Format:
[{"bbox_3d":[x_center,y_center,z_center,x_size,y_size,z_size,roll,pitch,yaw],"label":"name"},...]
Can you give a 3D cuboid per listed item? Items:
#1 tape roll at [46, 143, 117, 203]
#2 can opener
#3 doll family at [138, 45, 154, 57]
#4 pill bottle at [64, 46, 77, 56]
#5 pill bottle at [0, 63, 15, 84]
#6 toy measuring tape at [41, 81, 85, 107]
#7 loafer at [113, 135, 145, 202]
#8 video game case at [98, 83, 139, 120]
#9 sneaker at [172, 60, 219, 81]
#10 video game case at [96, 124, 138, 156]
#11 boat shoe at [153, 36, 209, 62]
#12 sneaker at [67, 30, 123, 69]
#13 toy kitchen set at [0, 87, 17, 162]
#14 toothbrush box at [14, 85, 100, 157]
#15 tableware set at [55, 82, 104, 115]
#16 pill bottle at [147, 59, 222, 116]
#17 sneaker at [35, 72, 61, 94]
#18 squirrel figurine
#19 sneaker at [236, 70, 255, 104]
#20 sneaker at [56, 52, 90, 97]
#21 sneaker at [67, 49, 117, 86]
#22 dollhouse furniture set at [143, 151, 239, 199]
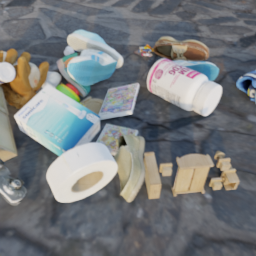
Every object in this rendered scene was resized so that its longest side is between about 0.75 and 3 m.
[{"bbox_3d":[-1.050,1.047,6.485,1.588,1.588,0.555,-21,59,-22],"label":"tape roll"},{"bbox_3d":[-3.416,1.059,6.862,2.168,0.725,0.578,45,27,-1],"label":"can opener"},{"bbox_3d":[0.849,-3.540,12.749,0.569,0.413,0.917,-3,32,-13],"label":"doll family"},{"bbox_3d":[-2.655,-3.654,13.107,0.448,0.448,0.807,15,44,16],"label":"pill bottle"},{"bbox_3d":[-4.002,-1.648,8.596,1.057,0.587,0.587,0,35,38],"label":"pill bottle"},{"bbox_3d":[-2.507,-1.307,9.558,2.586,0.951,0.951,35,50,11],"label":"toy measuring tape"},{"bbox_3d":[-0.035,0.983,7.476,0.776,0.860,2.273,19,33,-9],"label":"loafer"},{"bbox_3d":[-0.307,-0.943,9.758,1.209,0.152,1.688,-9,39,20],"label":"video game case"},{"bbox_3d":[2.522,-2.377,11.376,2.280,0.872,0.921,1,34,-4],"label":"sneaker"},{"bbox_3d":[-0.378,0.385,8.776,1.090,0.137,1.198,12,43,13],"label":"video game case"},{"bbox_3d":[2.277,-3.354,12.463,2.641,1.000,0.948,20,48,34],"label":"boat shoe"},{"bbox_3d":[-1.173,-3.326,11.313,2.455,0.907,1.006,30,55,3],"label":"sneaker"},{"bbox_3d":[-5.136,-0.102,7.616,2.820,2.301,2.544,-24,69,3],"label":"toy kitchen set"},{"bbox_3d":[-2.039,-0.133,8.275,1.997,0.852,1.462,31,61,10],"label":"toothbrush box"},{"bbox_3d":[-2.194,-0.671,9.829,2.781,0.323,2.323,18,44,20],"label":"tableware set"},{"bbox_3d":[1.954,-1.435,9.908,2.387,1.353,1.353,33,51,31],"label":"pill bottle"},{"bbox_3d":[-3.758,-1.898,10.545,2.448,0.985,0.935,-4,36,5],"label":"sneaker"},{"bbox_3d":[-3.975,-1.668,9.542,1.894,2.029,1.436,18,18,15],"label":"squirrel figurine"},{"bbox_3d":[4.981,-1.172,9.943,1.130,1.016,2.747,-14,36,-13],"label":"sneaker"},{"bbox_3d":[-1.864,-2.225,10.594,1.188,1.061,2.972,-38,40,1],"label":"sneaker"},{"bbox_3d":[-1.349,-2.108,9.460,0.998,0.946,2.472,36,24,12],"label":"sneaker"},{"bbox_3d":[1.640,0.989,7.302,2.337,1.211,1.035,-4,43,-5],"label":"dollhouse furniture set"}]
